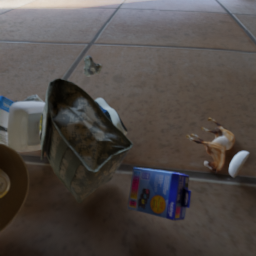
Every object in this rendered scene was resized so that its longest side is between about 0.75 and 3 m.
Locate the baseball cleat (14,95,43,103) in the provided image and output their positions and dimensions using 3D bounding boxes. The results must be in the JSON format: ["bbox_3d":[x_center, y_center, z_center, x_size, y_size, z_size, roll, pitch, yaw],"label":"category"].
[{"bbox_3d":[-3.013,-0.376,10.498,2.818,1.500,0.983,12,44,7],"label":"baseball cleat"}]

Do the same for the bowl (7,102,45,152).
[{"bbox_3d":[-3.126,-0.003,9.433,0.636,1.705,1.702,12,10,34],"label":"bowl"}]

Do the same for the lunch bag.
[{"bbox_3d":[-1.591,0.329,8.054,1.703,2.376,2.897,-32,74,-34],"label":"lunch bag"}]

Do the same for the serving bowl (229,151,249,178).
[{"bbox_3d":[3.494,1.122,8.970,0.307,0.933,0.933,33,48,26],"label":"serving bowl"}]

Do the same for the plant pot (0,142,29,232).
[{"bbox_3d":[-4.218,1.341,7.033,2.780,2.780,1.866,-31,37,-34],"label":"plant pot"}]

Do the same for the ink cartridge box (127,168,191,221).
[{"bbox_3d":[0.896,1.710,7.307,1.689,1.152,0.645,2,-10,35],"label":"ink cartridge box"}]

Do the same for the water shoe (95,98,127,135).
[{"bbox_3d":[-0.887,-0.206,10.102,1.045,0.947,2.648,-33,31,-6],"label":"water shoe"}]

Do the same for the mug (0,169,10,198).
[{"bbox_3d":[-3.368,1.473,6.945,0.926,1.157,0.950,-29,18,-39],"label":"mug"}]

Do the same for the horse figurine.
[{"bbox_3d":[3.200,0.486,10.238,1.619,0.610,2.442,38,45,25],"label":"horse figurine"}]

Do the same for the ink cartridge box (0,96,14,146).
[{"bbox_3d":[-4.587,0.113,9.437,1.488,0.859,2.038,-10,58,36],"label":"ink cartridge box"}]

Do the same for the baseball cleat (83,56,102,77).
[{"bbox_3d":[-1.459,-2.629,11.670,0.801,1.506,0.525,-15,84,-16],"label":"baseball cleat"}]
